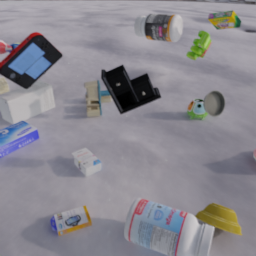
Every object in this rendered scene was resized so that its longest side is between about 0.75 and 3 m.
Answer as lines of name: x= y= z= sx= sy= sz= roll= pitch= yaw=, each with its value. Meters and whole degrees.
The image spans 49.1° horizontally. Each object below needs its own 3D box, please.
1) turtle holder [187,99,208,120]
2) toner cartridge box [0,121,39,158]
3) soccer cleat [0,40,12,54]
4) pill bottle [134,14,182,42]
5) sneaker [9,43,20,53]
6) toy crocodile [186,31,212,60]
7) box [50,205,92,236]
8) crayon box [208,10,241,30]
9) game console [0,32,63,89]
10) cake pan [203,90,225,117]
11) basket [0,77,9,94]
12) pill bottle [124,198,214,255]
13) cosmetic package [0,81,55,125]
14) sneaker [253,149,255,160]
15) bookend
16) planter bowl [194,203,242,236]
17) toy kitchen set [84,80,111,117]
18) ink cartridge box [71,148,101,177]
turtle holder: x=3.148 y=-0.826 z=12.210 sx=1.099 sy=0.780 sz=0.835 roll=15 pitch=34 yaw=23
toner cartridge box: x=-4.545 y=0.496 z=10.327 sx=1.058 sy=0.481 sz=2.228 roll=23 pitch=38 yaw=33
soccer cleat: x=-5.075 y=-3.172 z=10.530 sx=1.654 sy=0.552 sz=0.633 roll=29 pitch=27 yaw=29
pill bottle: x=1.220 y=-4.098 z=11.446 sx=1.800 sy=1.047 sz=1.047 roll=15 pitch=34 yaw=30
sneaker: x=-4.045 y=-3.087 z=11.173 sx=1.655 sy=0.627 sz=0.869 roll=-1 pitch=19 yaw=8
toy crocodile: x=1.638 y=-1.814 z=6.321 sx=0.415 sy=0.454 sz=1.344 roll=28 pitch=2 yaw=2
box: x=-1.521 y=2.455 z=7.408 sx=1.002 sy=0.208 sz=0.597 roll=-14 pitch=34 yaw=-17
crayon box: x=3.624 y=-4.034 z=10.529 sx=0.952 sy=0.278 sz=0.822 roll=12 pitch=-4 yaw=44
game console: x=-3.645 y=-2.471 z=10.578 sx=2.083 sy=1.843 sz=0.323 roll=-41 pitch=66 yaw=3
cake pan: x=2.537 y=-0.715 z=8.306 sx=0.785 sy=0.785 sz=0.144 roll=-15 pitch=9 yaw=-23
basket: x=-6.595 y=-1.842 z=13.774 sx=1.369 sy=0.928 sz=0.845 roll=-20 pitch=41 yaw=-30
pill bottle: x=0.962 y=2.428 z=6.617 sx=1.936 sy=1.053 sz=1.053 roll=12 pitch=33 yaw=20
cosmetic package: x=-4.439 y=-1.160 z=12.378 sx=0.937 sy=1.189 sz=2.210 roll=24 pitch=38 yaw=34
sneaker: x=4.601 y=0.911 z=9.459 sx=0.507 sy=0.704 sz=1.346 roll=6 pitch=31 yaw=14
bookend: x=0.082 y=-1.110 z=7.110 sx=1.161 sy=1.154 sz=0.535 roll=-21 pitch=32 yaw=9
planter bowl: x=2.282 y=2.180 z=6.934 sx=1.189 sy=0.495 sz=1.189 roll=20 pitch=-7 yaw=2
toy kitchen set: x=-1.343 y=-1.623 z=12.682 sx=1.207 sy=1.642 sz=2.049 roll=-6 pitch=32 yaw=-7
ink cartridge box: x=-1.411 y=1.134 z=9.409 sx=0.598 sy=0.353 sz=1.040 roll=-21 pitch=37 yaw=-30
